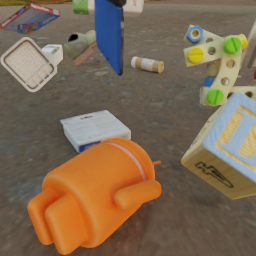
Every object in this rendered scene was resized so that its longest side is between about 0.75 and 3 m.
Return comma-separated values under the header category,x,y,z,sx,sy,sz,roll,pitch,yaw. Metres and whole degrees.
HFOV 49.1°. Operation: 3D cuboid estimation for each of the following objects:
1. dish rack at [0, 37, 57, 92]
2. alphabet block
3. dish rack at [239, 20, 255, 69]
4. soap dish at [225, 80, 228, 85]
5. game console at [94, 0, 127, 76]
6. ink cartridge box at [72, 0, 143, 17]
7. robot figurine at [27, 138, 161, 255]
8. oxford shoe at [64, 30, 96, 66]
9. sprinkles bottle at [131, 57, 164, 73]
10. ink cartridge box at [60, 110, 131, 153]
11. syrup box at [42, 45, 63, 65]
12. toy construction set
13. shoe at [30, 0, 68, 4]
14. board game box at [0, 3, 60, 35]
category,x,y,z,sx,sy,sz,roll,pitch,yaw
dish rack,-2.025,-1.283,5.743,0.794,0.925,0.201,-48,24,-16
alphabet block,1.478,0.288,3.874,0.985,1.004,0.980,37,72,8
dish rack,3.837,-2.959,7.270,0.614,2.819,2.419,27,-3,18
soap dish,3.525,-1.714,10.986,0.764,0.310,0.601,9,30,15
game console,0.045,-2.674,6.102,2.166,1.502,2.538,-34,36,3
ink cartridge box,-0.623,-4.261,8.540,2.087,1.524,0.880,1,11,-7
robot figurine,-0.453,1.041,4.847,1.408,1.737,2.414,49,45,9
oxford shoe,-1.297,-2.522,8.065,0.672,0.701,1.900,-29,27,25
sprinkles bottle,0.892,-2.937,12.992,1.513,0.516,0.516,19,34,30
ink cartridge box,-0.936,0.051,7.763,1.503,0.331,1.531,-14,30,-24
syrup box,-3.855,-3.562,13.883,0.743,0.769,1.888,2,30,2
toy construction set,2.458,-0.943,4.912,2.957,1.939,1.362,1,8,21
shoe,-0.751,-2.625,4.591,2.302,0.805,0.615,-11,29,8
board game box,-2.665,-2.897,7.550,1.669,0.162,0.859,-5,-1,42
